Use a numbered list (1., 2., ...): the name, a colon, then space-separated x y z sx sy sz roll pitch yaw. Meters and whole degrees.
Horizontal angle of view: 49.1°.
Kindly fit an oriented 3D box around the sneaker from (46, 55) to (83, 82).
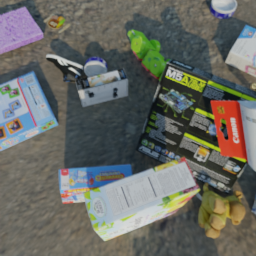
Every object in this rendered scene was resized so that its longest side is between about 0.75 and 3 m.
1. sneaker: -2.280 -2.000 9.684 1.313 0.480 0.734 18 88 -6

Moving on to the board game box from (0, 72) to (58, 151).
1. board game box: -4.001 -0.420 9.062 2.822 0.516 2.135 -25 65 -12

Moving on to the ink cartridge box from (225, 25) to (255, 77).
1. ink cartridge box: 4.660 -2.601 9.955 1.841 0.779 1.330 30 77 13

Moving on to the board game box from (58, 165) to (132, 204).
1. board game box: -0.848 1.447 7.058 1.688 1.653 0.472 -3 66 -11

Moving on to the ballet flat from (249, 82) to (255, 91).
1. ballet flat: 4.210 -1.071 8.952 0.313 0.216 0.930 -38 102 2

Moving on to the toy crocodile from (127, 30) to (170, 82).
1. toy crocodile: 0.827 -2.444 9.970 0.990 0.906 2.933 -6 54 -45

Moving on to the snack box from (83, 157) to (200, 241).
1. snack box: 0.230 1.801 6.512 2.128 2.993 0.793 -17 66 -8

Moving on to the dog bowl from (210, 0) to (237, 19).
1. dog bowl: 3.896 -4.972 11.505 1.006 0.396 1.006 0 63 0

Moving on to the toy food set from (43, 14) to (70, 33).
1. toy food set: -2.907 -4.267 11.247 1.024 0.205 0.707 35 68 17

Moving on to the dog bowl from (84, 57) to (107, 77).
1. dog bowl: -1.118 -2.066 9.724 0.779 0.779 0.307 3 54 2

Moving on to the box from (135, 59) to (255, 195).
1. box: 1.967 0.006 7.634 2.968 2.867 0.705 24 27 12

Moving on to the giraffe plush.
1. giraffe plush: 2.590 2.200 7.537 1.154 1.228 1.423 8 27 -7

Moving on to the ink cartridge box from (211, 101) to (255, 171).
1. ink cartridge box: 2.532 0.204 5.811 0.442 1.497 1.870 -31 25 -32

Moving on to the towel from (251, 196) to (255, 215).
1. towel: 4.290 1.950 8.034 1.159 0.188 1.578 23 65 10

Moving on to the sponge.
1. sponge: -4.499 -3.452 10.170 2.398 0.358 1.338 -29 80 -21

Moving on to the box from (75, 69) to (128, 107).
1. box: -0.840 -1.319 9.312 1.630 0.951 0.490 -15 61 -6
